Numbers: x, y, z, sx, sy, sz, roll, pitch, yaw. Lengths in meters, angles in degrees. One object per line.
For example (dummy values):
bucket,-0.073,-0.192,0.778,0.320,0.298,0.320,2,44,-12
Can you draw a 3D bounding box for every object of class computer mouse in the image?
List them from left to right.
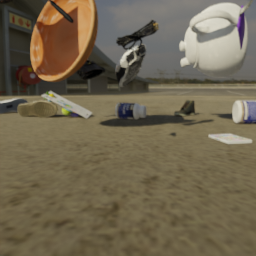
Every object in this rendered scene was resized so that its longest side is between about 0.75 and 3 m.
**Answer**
computer mouse,0.041,-2.185,8.651,1.480,0.592,2.699,-42,-8,-24

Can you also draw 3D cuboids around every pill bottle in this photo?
pill bottle,0.137,-0.756,12.675,1.301,0.723,0.723,3,9,19
pill bottle,5.050,-0.623,11.076,1.591,0.921,0.921,0,8,5

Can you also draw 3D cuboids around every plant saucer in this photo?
plant saucer,-1.911,-2.771,8.480,2.908,2.908,0.544,7,-5,39

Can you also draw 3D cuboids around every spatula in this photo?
spatula,-1.305,-2.151,4.568,0.114,1.109,0.313,-27,36,26
spatula,2.234,-2.400,5.102,0.236,0.649,2.297,13,-21,15

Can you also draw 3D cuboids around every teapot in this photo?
teapot,2.880,-3.061,10.050,2.021,2.767,2.731,-5,35,2

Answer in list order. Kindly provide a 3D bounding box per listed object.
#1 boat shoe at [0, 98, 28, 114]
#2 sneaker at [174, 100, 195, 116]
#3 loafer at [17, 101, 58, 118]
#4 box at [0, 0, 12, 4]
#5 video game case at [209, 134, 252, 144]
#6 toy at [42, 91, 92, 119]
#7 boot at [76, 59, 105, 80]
boat shoe,-6.768,-1.283,15.933,0.739,0.832,2.261,9,11,30
sneaker,2.860,-1.021,14.273,1.475,0.783,0.552,-8,11,-43
loafer,-4.352,-0.967,13.742,2.214,0.838,0.756,2,15,19
box,-3.320,-3.618,6.940,1.682,0.487,2.116,-14,18,28
video game case,2.786,0.298,7.715,0.709,0.089,0.991,-2,8,-13
toy,-2.964,-0.955,13.412,2.304,0.544,1.327,30,16,-5
boot,-2.138,-2.459,10.815,2.077,0.719,1.809,-23,57,-32
